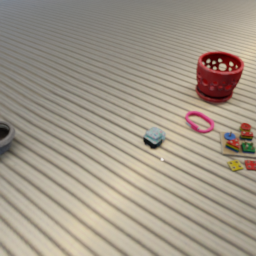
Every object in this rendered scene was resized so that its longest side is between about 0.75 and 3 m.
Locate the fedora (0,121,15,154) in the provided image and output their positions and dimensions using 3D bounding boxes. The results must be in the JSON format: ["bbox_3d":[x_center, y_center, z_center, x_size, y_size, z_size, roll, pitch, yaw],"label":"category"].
[{"bbox_3d":[-5.488,0.529,11.177,1.977,0.893,1.749,-19,46,-25],"label":"fedora"}]

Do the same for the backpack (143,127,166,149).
[{"bbox_3d":[1.121,0.359,11.600,0.779,0.661,0.877,33,46,31],"label":"backpack"}]

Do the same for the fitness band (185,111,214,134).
[{"bbox_3d":[3.188,-0.286,12.575,1.011,0.264,1.408,-26,50,-26],"label":"fitness band"}]

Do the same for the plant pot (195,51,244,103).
[{"bbox_3d":[4.354,-2.407,13.719,2.138,1.947,2.138,0,40,0],"label":"plant pot"}]

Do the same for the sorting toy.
[{"bbox_3d":[4.501,0.628,11.381,1.332,0.467,2.762,6,42,8],"label":"sorting toy"}]
